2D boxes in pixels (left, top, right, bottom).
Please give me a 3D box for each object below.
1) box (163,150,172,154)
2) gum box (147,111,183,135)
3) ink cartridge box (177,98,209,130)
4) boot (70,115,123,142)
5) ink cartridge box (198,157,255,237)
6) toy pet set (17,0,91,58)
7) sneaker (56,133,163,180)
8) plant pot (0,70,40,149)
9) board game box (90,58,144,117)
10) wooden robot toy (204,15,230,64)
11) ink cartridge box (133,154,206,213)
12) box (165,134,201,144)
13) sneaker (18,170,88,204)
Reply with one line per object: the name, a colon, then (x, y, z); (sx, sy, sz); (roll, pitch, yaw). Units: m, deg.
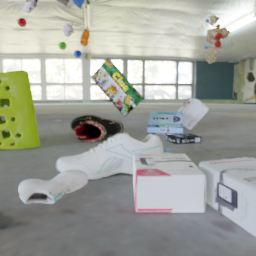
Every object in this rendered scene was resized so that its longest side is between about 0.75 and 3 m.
box: (1.029, 0.883, 8.559); (0.649, 0.254, 1.064); (0, 8, 1)
gum box: (1.909, -0.260, 14.187); (1.709, 0.448, 2.011); (2, 27, 10)
ink cartridge box: (3.522, -0.848, 16.042); (0.900, 1.567, 2.158); (40, 6, -5)
boot: (-1.767, 0.016, 12.567); (2.676, 0.979, 2.015); (9, 10, 20)
ink cartridge box: (2.242, 1.117, 4.892); (1.318, 0.757, 1.815); (-2, 8, -16)
toy pet set: (-1.206, -2.272, 5.401); (1.387, 1.295, 0.737); (24, -5, -26)
sneaker: (-0.427, 0.668, 7.108); (2.758, 1.105, 0.970); (-3, 10, -11)
plant pot: (-5.117, -0.630, 10.649); (2.615, 2.882, 2.868); (-11, 13, -26)
board game box: (-0.370, -1.299, 9.077); (0.919, 1.755, 0.206); (-43, -3, 26)
wooden robot toy: (2.329, -2.267, 7.076); (0.598, 1.318, 0.581); (-18, 41, -8)
ink cartridge box: (0.733, 1.035, 5.673); (1.252, 0.729, 1.719); (0, 6, -1)
box: (2.299, 0.456, 11.728); (1.198, 0.261, 0.960); (-2, 8, -15)
sneaker: (-1.404, 1.235, 5.515); (1.373, 0.516, 0.607); (-10, 24, -24)
